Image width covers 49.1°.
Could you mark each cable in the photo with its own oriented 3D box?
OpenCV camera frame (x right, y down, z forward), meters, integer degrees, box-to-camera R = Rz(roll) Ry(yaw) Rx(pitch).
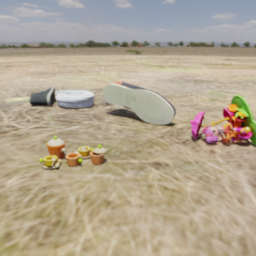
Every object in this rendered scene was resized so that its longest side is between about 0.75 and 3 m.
[{"bbox_3d":[-2.240,-1.213,11.894,1.586,0.549,1.586,-5,19,-20],"label":"cable"}]

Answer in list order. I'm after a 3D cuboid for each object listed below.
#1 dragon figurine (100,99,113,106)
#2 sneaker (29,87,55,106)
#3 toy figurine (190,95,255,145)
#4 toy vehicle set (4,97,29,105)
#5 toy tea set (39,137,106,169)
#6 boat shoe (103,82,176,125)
[{"bbox_3d":[-0.801,-1.083,11.946,0.873,0.257,0.434,1,18,6],"label":"dragon figurine"},{"bbox_3d":[-3.769,-1.445,12.405,0.919,0.647,1.730,1,19,-5],"label":"sneaker"},{"bbox_3d":[2.546,0.009,7.762,1.542,1.258,1.675,-15,44,-2],"label":"toy figurine"},{"bbox_3d":[-4.939,-1.227,12.578,1.074,0.142,0.667,-13,22,-35],"label":"toy vehicle set"},{"bbox_3d":[-1.265,0.514,6.480,1.482,0.549,0.881,-3,18,-8],"label":"toy tea set"},{"bbox_3d":[0.459,-0.947,9.898,2.961,1.054,0.926,23,22,32],"label":"boat shoe"}]
